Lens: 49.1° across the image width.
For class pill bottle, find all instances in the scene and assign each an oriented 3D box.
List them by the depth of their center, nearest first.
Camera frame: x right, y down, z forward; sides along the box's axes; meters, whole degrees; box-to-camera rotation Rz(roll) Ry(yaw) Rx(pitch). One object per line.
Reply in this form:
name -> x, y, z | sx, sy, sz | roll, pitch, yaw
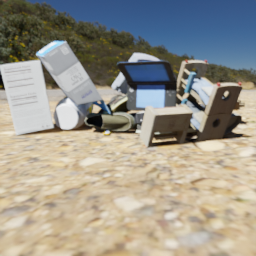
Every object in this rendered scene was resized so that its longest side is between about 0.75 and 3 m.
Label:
pill bottle -> -2.171, -0.694, 11.142 | 1.255, 1.255, 2.255 | 1, 16, 4

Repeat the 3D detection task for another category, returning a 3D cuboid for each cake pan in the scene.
cake pan -> 3.336, -0.138, 9.296 | 0.923, 0.923, 0.169 | -6, 47, -29

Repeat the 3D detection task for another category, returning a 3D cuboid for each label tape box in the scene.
label tape box -> -1.914, -1.555, 9.678 | 0.913, 2.763, 1.980 | -35, 26, -11

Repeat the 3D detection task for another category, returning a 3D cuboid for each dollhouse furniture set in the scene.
dollhouse furniture set -> 1.575, -0.855, 8.596 | 2.720, 1.906, 1.917 | -5, 35, -23

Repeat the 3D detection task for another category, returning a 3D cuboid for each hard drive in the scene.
hard drive -> 0.304, -0.405, 11.082 | 2.244, 0.425, 1.568 | -6, 3, 42

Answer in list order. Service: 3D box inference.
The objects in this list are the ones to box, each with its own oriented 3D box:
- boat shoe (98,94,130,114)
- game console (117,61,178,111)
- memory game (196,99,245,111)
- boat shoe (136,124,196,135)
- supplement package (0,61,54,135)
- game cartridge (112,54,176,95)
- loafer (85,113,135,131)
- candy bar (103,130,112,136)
boat shoe -> -0.358, -0.858, 10.304 | 2.264, 0.744, 0.809 | -35, -32, 28
game console -> 0.529, -1.168, 8.170 | 1.617, 1.380, 0.957 | 4, 4, 27
memory game -> 3.501, -0.965, 12.151 | 2.924, 0.186, 2.924 | 2, -8, 0
boat shoe -> 1.389, -0.175, 9.848 | 2.409, 0.725, 0.859 | -4, 6, -22
supplement package -> -3.605, -1.115, 10.062 | 1.304, 2.381, 1.354 | -12, 13, -18
game cartridge -> 0.708, -1.833, 10.576 | 2.496, 1.662, 0.518 | 12, 29, -48
loafer -> -0.694, -0.170, 9.810 | 1.845, 0.694, 0.643 | 1, 12, 15
candy bar -> -0.707, 0.155, 9.911 | 0.231, 0.103, 0.928 | 1, 9, 6
